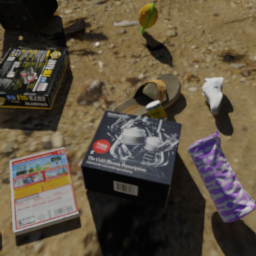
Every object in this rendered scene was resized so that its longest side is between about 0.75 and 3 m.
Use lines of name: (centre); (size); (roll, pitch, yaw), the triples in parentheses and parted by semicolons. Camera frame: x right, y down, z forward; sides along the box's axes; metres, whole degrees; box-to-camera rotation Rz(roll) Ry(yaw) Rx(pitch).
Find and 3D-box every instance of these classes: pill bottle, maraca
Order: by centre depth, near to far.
pill bottle: (0.871, -0.367, 8.227); (0.427, 0.757, 0.427); (-24, 15, 7)
maraca: (0.782, -4.539, 11.633); (0.783, 1.463, 1.003); (15, 80, -11)

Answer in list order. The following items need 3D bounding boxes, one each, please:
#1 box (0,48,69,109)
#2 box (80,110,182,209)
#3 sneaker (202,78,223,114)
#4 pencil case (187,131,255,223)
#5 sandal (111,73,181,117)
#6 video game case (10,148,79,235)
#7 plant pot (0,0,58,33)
box: (-3.395, -1.788, 9.629); (2.127, 0.657, 2.663); (3, 47, 1)
box: (0.138, 0.709, 7.043); (2.088, 1.087, 1.901); (11, 47, 9)
sneaker: (2.692, -1.033, 9.010); (0.652, 0.572, 1.627); (7, 46, 12)
pencil case: (2.098, 1.119, 6.306); (0.846, 0.831, 1.980); (-28, 78, 12)
sandal: (0.637, -1.014, 8.815); (2.886, 0.779, 1.159); (-33, 56, -26)
video game case: (-2.137, 1.468, 6.972); (1.465, 0.179, 2.049); (-14, 50, -12)
plant pot: (-4.588, -5.431, 11.986); (2.311, 2.305, 2.050); (5, 65, 5)
